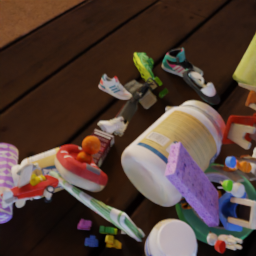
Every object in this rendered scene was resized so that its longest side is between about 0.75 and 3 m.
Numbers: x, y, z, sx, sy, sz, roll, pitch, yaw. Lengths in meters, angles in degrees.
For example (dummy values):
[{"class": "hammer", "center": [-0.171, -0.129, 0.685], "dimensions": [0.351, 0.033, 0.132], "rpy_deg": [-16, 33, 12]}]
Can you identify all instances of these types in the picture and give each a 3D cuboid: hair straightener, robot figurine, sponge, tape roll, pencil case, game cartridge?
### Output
[{"class": "hair straightener", "center": [0.368, -0.995, 10.086], "dimensions": [0.527, 0.992, 2.577], "rpy_deg": [42, 59, -5]}, {"class": "robot figurine", "center": [2.013, 2.059, 7.987], "dimensions": [1.189, 0.862, 0.346], "rpy_deg": [-26, 69, 31]}, {"class": "sponge", "center": [1.585, 1.361, 6.699], "dimensions": [0.289, 1.936, 1.080], "rpy_deg": [-26, 25, 31]}, {"class": "tape roll", "center": [2.773, 2.346, 8.819], "dimensions": [2.496, 0.600, 2.496], "rpy_deg": [-1, 53, 1]}, {"class": "pencil case", "center": [-4.193, 1.705, 8.958], "dimensions": [1.121, 1.100, 2.622], "rpy_deg": [15, 45, -31]}, {"class": "game cartridge", "center": [2.352, 0.230, 10.504], "dimensions": [1.718, 0.521, 2.577], "rpy_deg": [2, 53, -4]}]

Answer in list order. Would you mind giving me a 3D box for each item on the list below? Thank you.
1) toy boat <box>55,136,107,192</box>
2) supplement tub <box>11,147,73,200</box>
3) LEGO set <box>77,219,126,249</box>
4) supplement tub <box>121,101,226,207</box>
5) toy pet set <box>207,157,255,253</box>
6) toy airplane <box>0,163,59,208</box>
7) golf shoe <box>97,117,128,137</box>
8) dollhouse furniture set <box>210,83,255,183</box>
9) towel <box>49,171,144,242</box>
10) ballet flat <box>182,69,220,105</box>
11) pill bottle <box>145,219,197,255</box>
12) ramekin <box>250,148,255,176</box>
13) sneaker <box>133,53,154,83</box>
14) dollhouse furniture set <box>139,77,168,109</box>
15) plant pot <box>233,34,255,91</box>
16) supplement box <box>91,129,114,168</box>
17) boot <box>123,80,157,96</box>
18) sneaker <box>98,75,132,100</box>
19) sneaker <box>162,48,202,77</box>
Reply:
[{"class": "toy boat", "center": [-1.204, 0.834, 7.773], "dimensions": [1.294, 1.983, 1.296], "rpy_deg": [29, 86, -26]}, {"class": "supplement tub", "center": [-2.620, 1.469, 9.016], "dimensions": [1.837, 1.329, 1.329], "rpy_deg": [-20, 56, -14]}, {"class": "LEGO set", "center": [-0.667, 3.112, 8.157], "dimensions": [1.789, 0.734, 0.682], "rpy_deg": [4, 54, 2]}, {"class": "supplement tub", "center": [1.451, 0.682, 8.551], "dimensions": [2.101, 2.101, 2.905], "rpy_deg": [37, 61, 24]}, {"class": "toy pet set", "center": [2.404, 1.824, 6.851], "dimensions": [1.081, 1.901, 2.036], "rpy_deg": [0, 75, 52]}, {"class": "toy airplane", "center": [-2.572, 1.435, 6.960], "dimensions": [1.324, 1.318, 0.934], "rpy_deg": [-33, 54, 4]}, {"class": "golf shoe", "center": [-0.437, -0.130, 8.345], "dimensions": [0.481, 1.228, 0.597], "rpy_deg": [43, 104, 23]}, {"class": "dollhouse furniture set", "center": [3.834, 0.073, 8.769], "dimensions": [2.707, 2.736, 1.410], "rpy_deg": [1, 19, -38]}, {"class": "towel", "center": [-0.846, 2.164, 7.817], "dimensions": [2.601, 1.984, 0.304], "rpy_deg": [23, 67, 32]}, {"class": "ballet flat", "center": [2.294, -1.298, 8.715], "dimensions": [1.479, 0.506, 0.503], "rpy_deg": [41, 74, 9]}, {"class": "pill bottle", "center": [1.095, 3.062, 7.269], "dimensions": [1.189, 2.123, 1.189], "rpy_deg": [1, 60, -2]}, {"class": "ramekin", "center": [4.706, 1.402, 8.974], "dimensions": [1.736, 0.808, 1.736], "rpy_deg": [24, 15, -7]}, {"class": "sneaker", "center": [0.816, -2.814, 12.611], "dimensions": [0.793, 0.703, 1.899], "rpy_deg": [-17, 55, -7]}, {"class": "dollhouse furniture set", "center": [0.950, -1.416, 11.644], "dimensions": [1.223, 0.614, 0.801], "rpy_deg": [-39, 87, 5]}, {"class": "plant pot", "center": [5.272, -2.400, 10.214], "dimensions": [2.642, 2.642, 2.429], "rpy_deg": [41, 105, 26]}, {"class": "supplement box", "center": [-1.169, 0.816, 10.061], "dimensions": [0.790, 0.442, 1.451], "rpy_deg": [21, 55, 14]}, {"class": "boot", "center": [0.508, -1.847, 12.078], "dimensions": [1.329, 0.450, 0.868], "rpy_deg": [-28, 53, -20]}, {"class": "sneaker", "center": [-0.377, -1.312, 8.956], "dimensions": [1.151, 0.538, 0.405], "rpy_deg": [26, 29, 9]}, {"class": "sneaker", "center": [2.456, -2.931, 12.424], "dimensions": [1.878, 1.134, 0.785], "rpy_deg": [19, 56, 14]}]
